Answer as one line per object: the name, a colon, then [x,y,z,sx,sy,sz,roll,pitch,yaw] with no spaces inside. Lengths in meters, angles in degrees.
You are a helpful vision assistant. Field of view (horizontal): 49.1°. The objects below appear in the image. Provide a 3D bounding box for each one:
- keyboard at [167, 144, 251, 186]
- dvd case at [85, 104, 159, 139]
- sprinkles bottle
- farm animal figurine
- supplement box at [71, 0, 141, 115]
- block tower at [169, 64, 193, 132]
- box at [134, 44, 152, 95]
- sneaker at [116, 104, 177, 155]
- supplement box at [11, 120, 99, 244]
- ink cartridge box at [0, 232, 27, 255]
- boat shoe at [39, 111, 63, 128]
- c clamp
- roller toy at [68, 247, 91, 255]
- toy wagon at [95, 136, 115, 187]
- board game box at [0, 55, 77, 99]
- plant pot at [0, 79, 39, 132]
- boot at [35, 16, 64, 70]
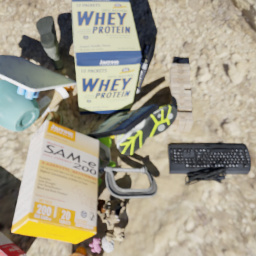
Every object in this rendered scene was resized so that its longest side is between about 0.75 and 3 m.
keyboard: [2.691,1.111,9.106,2.738,0.543,1.425,-1,63,1]
dvd case: [-0.256,-0.150,8.771,1.569,2.200,0.193,-38,107,-35]
sprinkles bottle: [-2.927,-0.794,10.011,0.576,0.576,1.688,38,71,18]
farm animal figurine: [-0.451,2.694,7.758,0.708,1.137,1.408,-12,70,32]
supplement box: [-0.841,-2.342,9.400,1.855,2.761,2.764,-4,59,-9]
block tower: [1.883,-1.181,10.160,0.700,0.749,2.592,2,62,1]
box: [0.461,-2.153,10.230,0.363,1.192,1.479,17,51,-5]
sneaker: [0.543,-0.108,9.252,2.329,0.878,0.890,-33,35,0]
supplement box: [-1.823,1.428,7.632,1.815,1.059,2.879,24,44,-31]
ink cartridge box: [-4.182,3.459,7.489,2.251,0.933,1.652,32,81,15]
boat shoe: [-2.741,0.274,9.174,0.685,0.668,1.810,14,85,21]
c clamp: [-0.021,1.450,8.515,1.876,0.254,1.602,9,40,-17]
roller toy: [-1.296,3.792,7.448,0.973,0.680,0.888,48,111,34]
toy wagon: [-1.173,0.958,9.209,1.574,0.401,2.028,33,67,20]
board game box: [-3.641,-1.833,9.584,2.890,2.890,0.374,24,109,10]
plant pot: [-3.595,-0.619,8.866,1.233,1.537,1.537,41,70,13]
boot: [-3.008,-3.290,10.919,0.703,1.356,2.076,-14,55,-2]
